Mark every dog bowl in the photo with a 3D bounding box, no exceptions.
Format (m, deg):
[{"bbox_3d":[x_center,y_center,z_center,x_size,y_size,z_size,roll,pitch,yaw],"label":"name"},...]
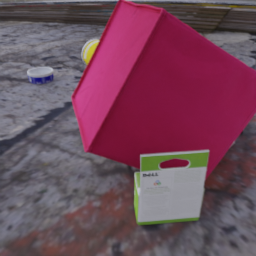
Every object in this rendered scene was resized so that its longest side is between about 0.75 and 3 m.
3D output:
[{"bbox_3d":[-3.974,-2.392,12.750,1.122,0.442,1.122,0,30,0],"label":"dog bowl"}]

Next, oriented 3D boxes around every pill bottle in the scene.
[{"bbox_3d":[-1.046,-3.135,12.966,1.467,1.467,2.635,-15,32,-24],"label":"pill bottle"}]

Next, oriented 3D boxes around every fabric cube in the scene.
[{"bbox_3d":[0.707,-0.859,6.610,2.966,2.919,2.975,21,20,-26],"label":"fabric cube"}]

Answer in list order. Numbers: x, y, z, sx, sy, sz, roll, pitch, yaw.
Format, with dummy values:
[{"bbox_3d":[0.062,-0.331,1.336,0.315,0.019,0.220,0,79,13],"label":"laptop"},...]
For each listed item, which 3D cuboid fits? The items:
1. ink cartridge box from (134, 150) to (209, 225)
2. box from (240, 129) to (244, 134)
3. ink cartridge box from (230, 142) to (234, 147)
[{"bbox_3d":[0.794,1.033,5.514,1.294,1.751,0.663,-3,30,-5],"label":"ink cartridge box"},{"bbox_3d":[3.070,-0.400,9.067,1.128,0.695,1.119,3,29,5],"label":"box"},{"bbox_3d":[2.688,0.250,7.941,0.348,0.595,1.026,33,35,-1],"label":"ink cartridge box"}]
